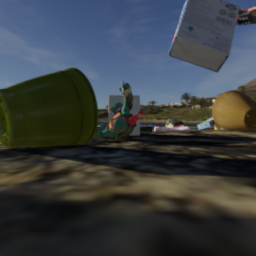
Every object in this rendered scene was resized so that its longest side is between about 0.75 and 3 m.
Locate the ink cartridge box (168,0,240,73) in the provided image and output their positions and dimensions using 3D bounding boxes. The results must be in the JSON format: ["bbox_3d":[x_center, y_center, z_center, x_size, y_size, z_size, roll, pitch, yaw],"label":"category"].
[{"bbox_3d":[2.298,-3.015,8.320,1.597,2.340,0.893,20,-22,-1],"label":"ink cartridge box"}]

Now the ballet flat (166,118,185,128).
[{"bbox_3d":[2.146,-0.141,13.296,0.627,0.624,1.834,-7,1,-4],"label":"ballet flat"}]

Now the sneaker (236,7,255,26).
[{"bbox_3d":[3.945,-3.641,9.443,0.579,0.615,1.503,51,-6,-34],"label":"sneaker"}]

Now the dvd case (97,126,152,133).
[{"bbox_3d":[-0.273,0.047,10.877,2.118,0.262,1.592,-1,1,-9],"label":"dvd case"}]

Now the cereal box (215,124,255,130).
[{"bbox_3d":[6.213,-0.120,15.531,2.395,0.473,1.723,-1,0,2],"label":"cereal box"}]

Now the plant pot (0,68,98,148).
[{"bbox_3d":[-1.140,-0.197,3.660,1.057,1.097,1.097,-15,10,-39],"label":"plant pot"}]

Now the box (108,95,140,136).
[{"bbox_3d":[-0.155,-0.347,8.228,0.855,1.091,1.754,0,1,-3],"label":"box"}]

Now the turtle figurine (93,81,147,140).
[{"bbox_3d":[-0.269,-0.148,5.361,1.264,0.850,1.688,-41,1,-3],"label":"turtle figurine"}]

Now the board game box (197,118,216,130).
[{"bbox_3d":[4.941,-0.434,15.951,1.676,0.307,1.268,-25,-1,-18],"label":"board game box"}]

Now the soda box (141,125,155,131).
[{"bbox_3d":[1.001,0.001,14.613,0.843,0.270,0.286,0,0,35],"label":"soda box"}]

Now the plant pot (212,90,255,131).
[{"bbox_3d":[5.178,-0.650,12.774,1.942,1.942,2.084,0,13,-8],"label":"plant pot"}]

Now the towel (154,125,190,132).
[{"bbox_3d":[1.741,0.035,11.466,1.339,0.274,1.830,-1,1,4],"label":"towel"}]
